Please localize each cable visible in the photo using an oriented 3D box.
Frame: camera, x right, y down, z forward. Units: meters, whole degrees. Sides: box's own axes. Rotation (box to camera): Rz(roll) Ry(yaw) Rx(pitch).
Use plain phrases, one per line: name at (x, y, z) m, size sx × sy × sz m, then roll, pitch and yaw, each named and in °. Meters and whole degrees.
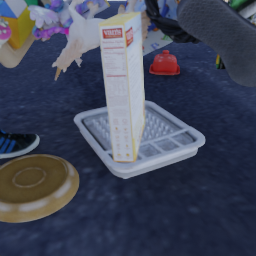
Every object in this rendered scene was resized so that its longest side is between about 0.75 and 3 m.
cable at (1.038, -2.449, 5.615) m, size 0.493 × 1.585 × 1.942 m, roll -40°, pitch 32°, yaw -20°

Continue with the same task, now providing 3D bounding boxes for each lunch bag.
lunch bag at (0.596, -3.287, 8.144) m, size 2.121 × 1.000 × 2.646 m, roll -11°, pitch 54°, yaw 43°

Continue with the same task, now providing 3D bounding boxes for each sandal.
sandal at (1.564, -1.339, 4.152) m, size 2.045 × 0.778 × 0.438 m, roll 32°, pitch 40°, yaw -30°

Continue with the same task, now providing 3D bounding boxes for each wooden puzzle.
wooden puzzle at (-3.514, -3.719, 8.461) m, size 0.541 × 2.687 × 2.904 m, roll 14°, pitch 64°, yaw 26°

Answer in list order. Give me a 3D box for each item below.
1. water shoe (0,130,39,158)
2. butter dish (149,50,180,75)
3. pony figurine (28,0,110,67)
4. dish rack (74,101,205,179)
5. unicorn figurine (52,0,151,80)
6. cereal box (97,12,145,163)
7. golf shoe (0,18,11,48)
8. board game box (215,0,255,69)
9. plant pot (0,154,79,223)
water shoe at (-2.957, 0.318, 6.542) m, size 1.710 × 0.675 × 0.611 m, roll -14°, pitch 32°, yaw -23°
butter dish at (1.577, -2.834, 11.900) m, size 1.266 × 0.936 × 1.262 m, roll 4°, pitch 30°, yaw 6°
pony figurine at (-1.729, -3.089, 8.072) m, size 2.368 × 1.972 × 2.286 m, roll -38°, pitch 36°, yaw 4°
dish rack at (0.166, 0.205, 6.827) m, size 2.395 × 0.608 × 2.791 m, roll -15°, pitch 33°, yaw -23°
unicorn figurine at (-0.805, -2.305, 6.698) m, size 2.683 × 1.843 × 0.991 m, roll -1°, pitch -16°, yaw 23°
cereal box at (-0.019, -0.710, 4.560) m, size 0.414 × 2.094 × 1.507 m, roll 1°, pitch 26°, yaw 11°
golf shoe at (-3.900, -2.547, 6.112) m, size 2.830 × 1.295 × 1.066 m, roll 45°, pitch 29°, yaw 6°
board game box at (2.370, -2.109, 4.756) m, size 1.316 × 2.512 × 0.295 m, roll 1°, pitch 49°, yaw 5°
plant pot at (-1.970, 1.066, 5.644) m, size 1.933 × 0.266 × 1.933 m, roll 0°, pitch 29°, yaw 0°
